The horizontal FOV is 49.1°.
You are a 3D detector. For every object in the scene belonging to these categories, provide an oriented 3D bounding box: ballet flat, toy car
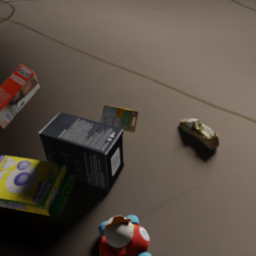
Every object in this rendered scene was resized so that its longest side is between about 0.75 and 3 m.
[{"bbox_3d":[2.824,0.035,11.093,0.718,0.665,2.036,-28,46,-25],"label":"ballet flat"},{"bbox_3d":[-0.099,2.699,7.092,1.347,1.523,1.403,-10,40,-13],"label":"toy car"}]

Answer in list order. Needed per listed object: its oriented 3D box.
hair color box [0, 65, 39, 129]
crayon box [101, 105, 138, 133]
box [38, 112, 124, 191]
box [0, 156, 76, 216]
[{"bbox_3d":[-3.807,-1.014,9.210,0.609,1.056,1.904,31,70,3],"label":"hair color box"},{"bbox_3d":[-0.336,-0.341,10.419,1.295,0.814,0.334,11,5,-6],"label":"crayon box"},{"bbox_3d":[-1.451,0.763,9.240,2.379,1.765,1.274,15,43,17],"label":"box"},{"bbox_3d":[-3.081,1.770,8.714,2.663,0.644,1.562,7,47,11],"label":"box"}]
